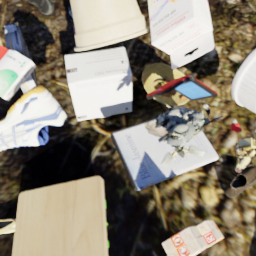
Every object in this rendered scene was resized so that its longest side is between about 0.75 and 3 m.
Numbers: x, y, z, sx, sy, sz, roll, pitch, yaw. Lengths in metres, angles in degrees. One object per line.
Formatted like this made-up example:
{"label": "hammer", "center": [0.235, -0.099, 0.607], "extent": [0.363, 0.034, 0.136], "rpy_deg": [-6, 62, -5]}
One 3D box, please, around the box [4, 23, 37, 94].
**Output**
{"label": "box", "center": [-4.116, -2.600, 10.820], "extent": [0.552, 1.807, 2.282], "rpy_deg": [-16, 59, -9]}

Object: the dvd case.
{"label": "dvd case", "center": [1.034, 0.529, 8.196], "extent": [2.664, 0.234, 1.900], "rpy_deg": [-18, 60, -14]}

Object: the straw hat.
{"label": "straw hat", "center": [1.317, -1.417, 10.615], "extent": [2.026, 0.857, 2.026], "rpy_deg": [9, 61, -16]}

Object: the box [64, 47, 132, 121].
{"label": "box", "center": [-0.987, -1.499, 9.909], "extent": [2.093, 2.104, 1.375], "rpy_deg": [-10, 57, -7]}

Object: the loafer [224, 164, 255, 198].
{"label": "loafer", "center": [3.676, 1.630, 8.803], "extent": [1.497, 0.534, 0.546], "rpy_deg": [-36, 64, -21]}

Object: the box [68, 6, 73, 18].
{"label": "box", "center": [-1.591, -5.653, 13.649], "extent": [2.199, 0.414, 1.502], "rpy_deg": [-26, 61, -16]}

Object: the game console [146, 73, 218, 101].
{"label": "game console", "center": [1.557, -0.970, 8.444], "extent": [1.432, 1.661, 0.986], "rpy_deg": [-32, 98, -13]}

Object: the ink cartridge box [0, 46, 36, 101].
{"label": "ink cartridge box", "center": [-3.278, -1.516, 7.108], "extent": [1.446, 0.362, 1.164], "rpy_deg": [32, 79, 9]}

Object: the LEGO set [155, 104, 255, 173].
{"label": "LEGO set", "center": [1.353, -0.011, 5.646], "extent": [2.535, 0.718, 1.646], "rpy_deg": [-4, 46, 40]}

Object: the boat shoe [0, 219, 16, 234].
{"label": "boat shoe", "center": [-3.865, 2.851, 8.015], "extent": [1.348, 0.513, 0.483], "rpy_deg": [-16, 58, -10]}

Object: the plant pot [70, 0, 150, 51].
{"label": "plant pot", "center": [-0.867, -4.228, 9.403], "extent": [2.789, 2.553, 2.789], "rpy_deg": [-13, 23, 6]}

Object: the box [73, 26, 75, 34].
{"label": "box", "center": [-1.641, -4.135, 12.473], "extent": [1.448, 0.722, 0.691], "rpy_deg": [-11, 57, -8]}

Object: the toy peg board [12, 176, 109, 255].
{"label": "toy peg board", "center": [-1.677, 2.954, 7.741], "extent": [2.527, 1.241, 2.538], "rpy_deg": [-14, 55, 10]}

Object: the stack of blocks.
{"label": "stack of blocks", "center": [1.477, 2.485, 6.178], "extent": [0.903, 1.569, 0.460], "rpy_deg": [-38, 60, 14]}

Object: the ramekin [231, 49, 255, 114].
{"label": "ramekin", "center": [4.201, -1.321, 7.987], "extent": [2.314, 2.314, 1.078], "rpy_deg": [-22, 48, -14]}

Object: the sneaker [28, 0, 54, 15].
{"label": "sneaker", "center": [-2.223, -3.353, 7.575], "extent": [1.277, 0.383, 0.666], "rpy_deg": [41, 26, 28]}

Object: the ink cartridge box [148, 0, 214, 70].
{"label": "ink cartridge box", "center": [1.549, -3.448, 8.632], "extent": [0.954, 1.619, 2.812], "rpy_deg": [14, 64, -41]}

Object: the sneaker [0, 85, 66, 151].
{"label": "sneaker", "center": [-2.415, 0.152, 6.263], "extent": [1.063, 2.411, 0.908], "rpy_deg": [47, 27, -16]}
